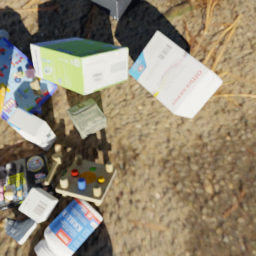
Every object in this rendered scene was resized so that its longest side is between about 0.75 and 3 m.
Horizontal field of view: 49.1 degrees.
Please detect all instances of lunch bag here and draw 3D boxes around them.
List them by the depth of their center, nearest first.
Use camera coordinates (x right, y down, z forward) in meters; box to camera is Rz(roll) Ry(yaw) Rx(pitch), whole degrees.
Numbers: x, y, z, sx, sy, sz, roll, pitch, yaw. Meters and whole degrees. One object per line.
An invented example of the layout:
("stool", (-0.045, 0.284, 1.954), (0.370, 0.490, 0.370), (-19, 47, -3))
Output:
("lunch bag", (-1.474, -0.422, 9.837), (1.005, 0.720, 1.225), (-28, 67, -18))
("lunch bag", (-4.227, -1.528, 10.273), (2.860, 1.345, 2.153), (39, 68, 7))

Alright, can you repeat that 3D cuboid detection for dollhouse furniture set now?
("dollhouse furniture set", (-3.418, -1.640, 10.066), (0.756, 0.954, 0.677), (-8, 19, 17))

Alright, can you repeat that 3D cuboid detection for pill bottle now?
("pill bottle", (-1.734, 3.004, 8.135), (1.052, 1.052, 1.875), (38, 71, 16))

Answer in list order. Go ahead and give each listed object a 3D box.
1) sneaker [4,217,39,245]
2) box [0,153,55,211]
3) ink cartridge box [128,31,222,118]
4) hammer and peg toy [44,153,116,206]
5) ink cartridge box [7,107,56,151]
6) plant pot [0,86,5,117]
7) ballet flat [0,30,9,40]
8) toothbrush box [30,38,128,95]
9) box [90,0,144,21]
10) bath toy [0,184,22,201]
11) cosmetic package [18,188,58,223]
("sneaker", (-3.163, 2.779, 8.406), (0.829, 0.436, 1.148), (43, 68, -18))
("box", (-3.408, 1.727, 9.104), (1.743, 0.386, 1.396), (-17, 66, -8))
("ink cartridge box", (1.613, -1.728, 9.537), (2.322, 1.696, 1.704), (47, 109, 25))
("hammer and peg toy", (-1.559, 1.557, 8.681), (2.074, 0.731, 1.525), (11, 36, 12))
("ink cartridge box", (-3.122, 0.084, 9.242), (1.081, 1.476, 0.634), (28, 73, 11))
("plant pot", (-5.122, -0.288, 7.969), (2.377, 2.596, 2.596), (16, 64, -18))
("ballet flat", (-5.360, -3.489, 11.480), (0.594, 0.594, 1.656), (7, 65, 3))
("toothbrush box", (-1.658, -2.235, 9.565), (2.757, 1.187, 2.008), (24, 36, 35))
("box", (-0.496, -6.015, 12.359), (1.816, 1.119, 1.801), (40, 72, 17))
("bath toy", (-3.836, 2.011, 8.470), (1.211, 0.527, 0.448), (-3, 95, -7))
("cosmetic package", (-2.576, 2.233, 8.159), (0.702, 0.850, 0.701), (31, 77, 5))
